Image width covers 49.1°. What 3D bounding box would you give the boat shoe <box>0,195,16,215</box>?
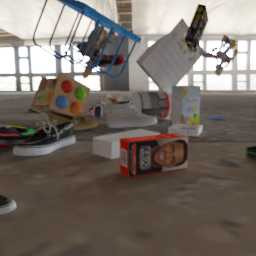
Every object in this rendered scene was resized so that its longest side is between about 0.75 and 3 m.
[{"bbox_3d":[-2.102,1.002,4.001,1.033,0.366,0.372,2,10,13],"label":"boat shoe"}]

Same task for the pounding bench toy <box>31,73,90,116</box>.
[{"bbox_3d":[-2.529,-1.128,12.347,1.946,1.550,2.495,4,-15,46],"label":"pounding bench toy"}]

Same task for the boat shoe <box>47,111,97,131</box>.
[{"bbox_3d":[-2.203,-0.281,10.752,2.090,0.655,0.766,2,10,13],"label":"boat shoe"}]

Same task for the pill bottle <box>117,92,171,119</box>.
[{"bbox_3d":[0.748,-1.030,13.147,2.396,1.326,1.326,-3,10,-20],"label":"pill bottle"}]

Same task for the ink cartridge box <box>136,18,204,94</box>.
[{"bbox_3d":[2.111,-3.453,13.690,2.348,2.933,0.693,43,-4,-33],"label":"ink cartridge box"}]

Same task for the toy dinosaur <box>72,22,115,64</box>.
[{"bbox_3d":[-1.337,-3.547,11.506,1.250,1.974,2.913,30,9,-2],"label":"toy dinosaur"}]

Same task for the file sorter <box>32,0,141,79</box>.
[{"bbox_3d":[-1.234,-2.666,8.410,1.784,1.577,2.571,34,15,32],"label":"file sorter"}]

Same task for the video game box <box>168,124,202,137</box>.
[{"bbox_3d":[2.040,0.061,9.927,1.033,0.265,1.134,1,9,22],"label":"video game box"}]

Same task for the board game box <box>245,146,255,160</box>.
[{"bbox_3d":[4.253,0.582,6.816,2.535,0.297,1.328,-5,9,-28],"label":"board game box"}]

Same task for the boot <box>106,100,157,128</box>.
[{"bbox_3d":[0.187,-0.607,11.468,2.216,1.059,0.815,-5,11,-26],"label":"boot"}]

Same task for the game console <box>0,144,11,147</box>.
[{"bbox_3d":[-4.529,0.268,8.539,1.821,0.320,2.059,-4,11,-22],"label":"game console"}]

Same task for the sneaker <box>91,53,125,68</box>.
[{"bbox_3d":[-0.921,-3.084,12.793,1.553,0.626,0.580,-8,28,6],"label":"sneaker"}]

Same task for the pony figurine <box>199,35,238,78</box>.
[{"bbox_3d":[3.875,-3.045,11.766,1.270,1.525,1.472,8,39,-23],"label":"pony figurine"}]

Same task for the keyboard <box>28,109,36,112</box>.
[{"bbox_3d":[-5.435,-1.014,16.680,0.952,0.154,1.498,0,6,-44],"label":"keyboard"}]

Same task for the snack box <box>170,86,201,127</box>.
[{"bbox_3d":[2.296,-0.853,11.149,0.559,1.652,1.393,9,14,42],"label":"snack box"}]

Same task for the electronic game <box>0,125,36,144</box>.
[{"bbox_3d":[-3.581,0.120,8.052,1.884,0.392,1.884,7,7,-1],"label":"electronic game"}]

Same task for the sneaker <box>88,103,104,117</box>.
[{"bbox_3d":[-1.768,-0.983,14.986,0.749,0.640,1.825,1,8,-13],"label":"sneaker"}]

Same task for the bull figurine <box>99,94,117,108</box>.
[{"bbox_3d":[-0.718,-1.248,15.441,1.492,0.800,2.458,33,2,-1],"label":"bull figurine"}]

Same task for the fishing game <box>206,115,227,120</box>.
[{"bbox_3d":[4.289,-0.480,13.532,0.998,0.155,0.714,-5,8,14],"label":"fishing game"}]

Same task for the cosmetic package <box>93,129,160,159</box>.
[{"bbox_3d":[-0.008,0.395,7.343,1.778,0.450,0.734,-9,13,-43],"label":"cosmetic package"}]

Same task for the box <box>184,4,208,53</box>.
[{"bbox_3d":[2.922,-4.196,11.907,0.391,1.585,1.265,22,1,20],"label":"box"}]

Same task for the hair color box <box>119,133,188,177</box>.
[{"bbox_3d":[0.542,0.531,5.766,1.411,0.716,0.432,-5,11,-27],"label":"hair color box"}]

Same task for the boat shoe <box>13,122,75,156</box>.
[{"bbox_3d":[-2.160,0.215,7.511,0.811,0.751,2.198,5,11,28],"label":"boat shoe"}]

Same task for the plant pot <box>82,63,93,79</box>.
[{"bbox_3d":[-1.965,-2.935,14.094,0.151,1.097,1.097,27,13,5],"label":"plant pot"}]
